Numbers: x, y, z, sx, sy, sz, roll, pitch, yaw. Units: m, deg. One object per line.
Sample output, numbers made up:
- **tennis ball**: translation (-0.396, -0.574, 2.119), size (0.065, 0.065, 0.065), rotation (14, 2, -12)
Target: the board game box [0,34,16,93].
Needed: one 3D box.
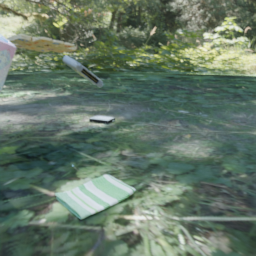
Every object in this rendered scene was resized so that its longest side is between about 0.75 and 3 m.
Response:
- **board game box**: translation (-4.651, -1.603, 8.648), size (0.642, 2.944, 2.958), rotation (11, 20, -45)

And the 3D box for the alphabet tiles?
- **alphabet tiles**: translation (-3.395, -3.315, 11.140), size (2.408, 0.180, 2.462), rotation (8, 6, 44)

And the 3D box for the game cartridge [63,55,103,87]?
- **game cartridge**: translation (-2.238, -2.767, 13.791), size (1.372, 0.416, 2.058), rotation (40, 4, 37)

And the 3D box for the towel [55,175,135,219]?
- **towel**: translation (-0.844, 1.730, 7.362), size (1.746, 0.204, 1.332), rotation (-13, 21, -40)

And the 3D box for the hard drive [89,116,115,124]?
- **hard drive**: translation (-1.393, -0.439, 15.038), size (1.177, 0.223, 0.822), rotation (7, 17, 26)
